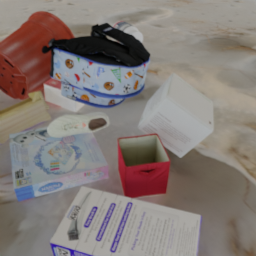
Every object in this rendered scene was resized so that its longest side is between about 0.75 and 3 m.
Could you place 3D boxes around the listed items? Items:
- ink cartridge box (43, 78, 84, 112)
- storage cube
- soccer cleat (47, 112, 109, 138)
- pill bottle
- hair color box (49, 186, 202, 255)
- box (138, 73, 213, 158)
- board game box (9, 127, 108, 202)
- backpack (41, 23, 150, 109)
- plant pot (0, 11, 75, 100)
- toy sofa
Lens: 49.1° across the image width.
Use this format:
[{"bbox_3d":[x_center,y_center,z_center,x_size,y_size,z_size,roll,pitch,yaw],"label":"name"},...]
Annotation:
[{"bbox_3d":[-1.953,-1.690,10.818,1.391,0.806,2.388,20,39,15],"label":"ink cartridge box"},{"bbox_3d":[0.334,0.954,6.932,1.070,1.125,1.251,-7,37,-10],"label":"storage cube"},{"bbox_3d":[-1.383,-0.088,7.865,1.751,0.607,0.679,-14,23,-15],"label":"soccer cleat"},{"bbox_3d":[-0.024,-5.152,15.537,1.124,1.124,1.880,-19,41,-24],"label":"pill bottle"},{"bbox_3d":[0.006,2.177,5.468,2.601,0.843,1.422,12,38,13],"label":"hair color box"},{"bbox_3d":[1.410,-0.383,8.082,1.591,1.369,1.598,35,37,-10],"label":"box"},{"bbox_3d":[-1.982,0.745,7.748,2.303,0.502,2.314,-13,37,-17],"label":"board game box"},{"bbox_3d":[-0.776,-1.847,8.855,2.748,2.223,2.885,17,36,23],"label":"backpack"},{"bbox_3d":[-3.787,-2.656,10.900,2.793,2.793,2.716,18,47,23],"label":"plant pot"},{"bbox_3d":[-3.692,-0.355,9.163,0.876,1.033,2.116,0,26,47],"label":"toy sofa"}]
